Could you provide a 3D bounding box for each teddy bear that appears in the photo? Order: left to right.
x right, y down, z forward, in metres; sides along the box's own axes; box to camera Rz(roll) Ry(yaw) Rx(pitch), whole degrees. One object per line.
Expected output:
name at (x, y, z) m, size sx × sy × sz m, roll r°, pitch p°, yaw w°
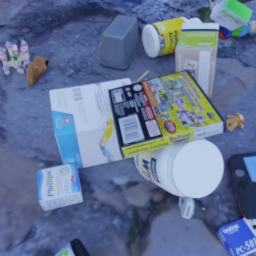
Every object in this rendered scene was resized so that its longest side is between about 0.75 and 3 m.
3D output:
teddy bear at (3.620, -0.220, 9.513) m, size 0.874 × 0.292 × 0.634 m, roll -14°, pitch 52°, yaw -12°

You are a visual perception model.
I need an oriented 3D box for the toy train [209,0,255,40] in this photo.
toy train at (5.030, -5.445, 13.440) m, size 1.658 × 1.213 × 2.865 m, roll 1°, pitch 53°, yaw -10°

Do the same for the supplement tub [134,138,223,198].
supplement tub at (1.189, 0.831, 7.033) m, size 1.521 × 1.521 × 2.098 m, roll -21°, pitch 10°, yaw -17°

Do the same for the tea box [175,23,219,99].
tea box at (2.504, -2.451, 10.224) m, size 1.337 × 2.002 × 1.969 m, roll 6°, pitch 48°, yaw 17°

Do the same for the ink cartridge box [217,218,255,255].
ink cartridge box at (3.099, 2.624, 6.980) m, size 1.566 × 0.346 × 0.736 m, roll -17°, pitch 50°, yaw -14°

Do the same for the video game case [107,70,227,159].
video game case at (0.756, -0.475, 6.802) m, size 2.295 × 0.324 × 2.539 m, roll -15°, pitch 38°, yaw 0°

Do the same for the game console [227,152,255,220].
game console at (4.055, 1.433, 7.542) m, size 2.395 × 0.372 × 2.118 m, roll -7°, pitch 36°, yaw 9°

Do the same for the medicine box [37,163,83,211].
medicine box at (-1.879, 1.611, 7.726) m, size 1.086 × 0.559 × 0.989 m, roll -12°, pitch 49°, yaw -10°

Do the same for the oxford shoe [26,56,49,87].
oxford shoe at (-3.583, -2.284, 11.116) m, size 0.634 × 0.634 × 1.778 m, roll 7°, pitch 48°, yaw 0°

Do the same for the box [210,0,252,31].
box at (3.745, -4.144, 10.265) m, size 1.071 × 0.945 × 0.518 m, roll 23°, pitch 83°, yaw -14°

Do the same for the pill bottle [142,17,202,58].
pill bottle at (1.946, -3.978, 12.097) m, size 2.444 × 1.360 × 1.360 m, roll -20°, pitch 52°, yaw -16°

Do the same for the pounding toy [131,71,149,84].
pounding toy at (0.664, -1.325, 9.025) m, size 1.090 × 0.958 × 0.499 m, roll 0°, pitch 23°, yaw -5°

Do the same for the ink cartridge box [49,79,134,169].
ink cartridge box at (-0.898, -0.111, 8.403) m, size 2.435 × 1.778 × 1.786 m, roll -11°, pitch 50°, yaw -10°

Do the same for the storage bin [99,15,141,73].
storage bin at (-0.404, -3.639, 11.732) m, size 1.589 × 1.466 × 2.183 m, roll 16°, pitch 50°, yaw 13°

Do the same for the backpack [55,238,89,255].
backpack at (-1.460, 3.290, 6.044) m, size 1.445 × 1.111 × 1.179 m, roll -33°, pitch 68°, yaw -9°

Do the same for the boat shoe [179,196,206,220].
boat shoe at (1.596, 1.862, 7.082) m, size 0.487 × 0.590 × 1.719 m, roll 16°, pitch 10°, yaw 5°

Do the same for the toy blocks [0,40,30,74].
toy blocks at (-4.658, -3.005, 11.400) m, size 1.235 × 1.112 × 1.321 m, roll -13°, pitch 50°, yaw -12°
